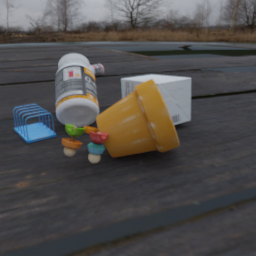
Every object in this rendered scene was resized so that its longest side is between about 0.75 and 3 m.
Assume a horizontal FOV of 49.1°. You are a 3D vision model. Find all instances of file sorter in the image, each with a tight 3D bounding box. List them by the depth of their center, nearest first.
[{"bbox_3d":[-3.148,-0.197,9.314,0.957,0.846,1.380,-14,25,-34],"label":"file sorter"}]

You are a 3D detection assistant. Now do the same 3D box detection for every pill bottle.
[{"bbox_3d":[-1.882,-1.394,10.107,1.467,1.467,2.521,-4,56,-10],"label":"pill bottle"},{"bbox_3d":[-2.331,-3.798,18.642,0.760,0.760,1.372,15,26,34],"label":"pill bottle"}]

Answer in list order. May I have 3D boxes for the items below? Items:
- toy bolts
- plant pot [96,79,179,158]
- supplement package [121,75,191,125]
[{"bbox_3d":[-1.013,0.427,7.176,1.128,0.782,1.077,16,6,32],"label":"toy bolts"},{"bbox_3d":[0.186,-0.086,7.680,1.807,1.974,1.974,-22,21,4],"label":"plant pot"},{"bbox_3d":[0.979,-1.028,10.151,1.567,1.556,2.065,-15,20,-34],"label":"supplement package"}]
